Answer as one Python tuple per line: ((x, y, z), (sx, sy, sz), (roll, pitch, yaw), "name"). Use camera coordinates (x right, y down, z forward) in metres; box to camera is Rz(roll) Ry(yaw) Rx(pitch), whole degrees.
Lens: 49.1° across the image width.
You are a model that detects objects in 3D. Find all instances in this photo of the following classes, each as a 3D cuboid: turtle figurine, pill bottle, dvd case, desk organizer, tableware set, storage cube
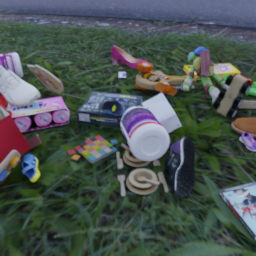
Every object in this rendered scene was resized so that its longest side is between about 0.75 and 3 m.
((3.409, -2.041, 12.857), (1.894, 2.632, 2.552), (0, 46, -51), "turtle figurine")
((0.442, 0.068, 8.954), (1.195, 1.195, 2.125), (-7, 27, -10), "pill bottle")
((-6.577, -2.945, 13.907), (2.326, 1.306, 1.306), (-14, 36, -22), "pill bottle")
((3.362, 2.136, 7.190), (1.265, 0.191, 1.734), (-9, 34, -14), "dvd case")
((-3.410, 0.572, 9.402), (0.939, 0.361, 0.337), (-27, 6, -13), "desk organizer")
((0.346, 1.147, 8.484), (1.366, 0.414, 2.066), (-4, 33, -6), "tableware set")
((-4.046, 0.266, 8.484), (1.546, 1.390, 1.322), (-36, 40, -25), "storage cube")

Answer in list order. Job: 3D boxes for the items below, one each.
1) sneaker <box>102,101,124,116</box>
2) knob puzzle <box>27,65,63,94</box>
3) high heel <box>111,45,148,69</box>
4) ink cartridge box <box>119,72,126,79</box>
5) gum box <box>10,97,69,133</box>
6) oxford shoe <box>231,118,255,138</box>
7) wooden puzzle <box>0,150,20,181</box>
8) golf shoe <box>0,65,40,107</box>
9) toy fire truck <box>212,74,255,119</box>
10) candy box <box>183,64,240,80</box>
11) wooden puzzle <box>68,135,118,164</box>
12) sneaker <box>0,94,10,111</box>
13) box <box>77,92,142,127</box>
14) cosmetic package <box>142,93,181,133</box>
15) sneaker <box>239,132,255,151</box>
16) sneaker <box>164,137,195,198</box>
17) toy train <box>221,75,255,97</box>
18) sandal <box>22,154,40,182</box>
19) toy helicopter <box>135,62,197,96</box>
((-0.391, -0.656, 9.825), (0.559, 0.470, 1.425), (22, -3, -29), "sneaker")
((-3.455, -2.180, 12.345), (1.915, 1.915, 0.266), (22, 67, 30), "knob puzzle")
((0.133, -3.980, 15.687), (2.261, 1.085, 0.761), (14, 36, 21), "high heel")
((-0.312, -2.722, 14.644), (0.363, 0.142, 0.766), (0, 31, -1), "ink cartridge box")
((-3.353, -0.532, 10.732), (2.096, 0.693, 1.190), (-12, 32, -17), "gum box")
((5.247, -0.258, 10.086), (2.970, 1.058, 1.059), (-1, 35, 2), "oxford shoe")
((-3.374, 1.125, 7.856), (0.251, 1.083, 1.003), (37, 72, -4), "wooden puzzle")
((-4.464, -1.662, 10.378), (2.597, 1.263, 1.017), (22, 59, 21), "golf shoe")
((4.520, -1.266, 11.244), (1.186, 1.623, 1.843), (35, 32, 28), "toy fire truck")
((4.409, -3.005, 14.883), (2.628, 0.347, 1.343), (-4, 36, -7), "candy box")
((-1.107, 0.702, 9.431), (1.735, 0.122, 1.029), (-26, 41, -34), "wooden puzzle")
((-5.118, -0.677, 10.526), (1.103, 1.216, 2.865), (-12, 34, -15), "sneaker")
((-0.680, -0.765, 11.255), (2.239, 0.571, 1.765), (7, 34, 12), "box")
((1.216, -0.504, 10.512), (0.949, 0.683, 1.682), (-28, 33, 4), "cosmetic package")
((4.175, 0.450, 9.574), (0.354, 0.389, 0.880), (-11, 35, -16), "sneaker")
((1.464, 1.235, 8.284), (0.839, 0.726, 1.917), (-29, 32, 43), "sneaker")
((5.557, -1.815, 12.907), (2.815, 0.587, 0.794), (21, 49, 28), "toy train")
((-2.965, 1.120, 8.370), (0.434, 0.476, 1.092), (-44, 40, 0), "sandal")
((1.829, -2.140, 12.914), (2.960, 1.167, 1.957), (-2, 33, -13), "toy helicopter")
